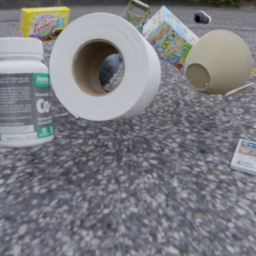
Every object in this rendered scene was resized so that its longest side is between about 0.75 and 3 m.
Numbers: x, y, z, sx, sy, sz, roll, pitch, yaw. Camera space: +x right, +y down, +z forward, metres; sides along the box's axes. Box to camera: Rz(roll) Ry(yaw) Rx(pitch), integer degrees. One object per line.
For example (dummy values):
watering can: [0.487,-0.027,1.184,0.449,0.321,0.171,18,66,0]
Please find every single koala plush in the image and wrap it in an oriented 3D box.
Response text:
koala plush: [-0.704,-2.887,11.528,1.839,1.631,1.690,-45,15,-28]

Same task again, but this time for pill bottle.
pill bottle: [-3.148,-1.021,8.232,1.671,2.955,1.671,-2,10,0]

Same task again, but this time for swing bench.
swing bench: [0.385,-5.124,12.535,1.054,1.060,0.688,37,30,20]

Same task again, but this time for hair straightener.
hair straightener: [-1.562,-1.794,11.383,2.113,0.813,0.432,17,43,26]

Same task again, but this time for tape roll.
tape roll: [-0.599,-1.726,8.655,2.996,2.996,2.057,9,8,15]

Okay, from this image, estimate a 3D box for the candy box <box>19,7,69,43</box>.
candy box: [-3.485,-4.301,11.800,0.361,1.397,2.734,26,32,14]

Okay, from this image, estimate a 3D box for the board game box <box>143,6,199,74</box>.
board game box: [1.802,-3.438,11.119,2.261,1.165,1.186,31,42,-27]

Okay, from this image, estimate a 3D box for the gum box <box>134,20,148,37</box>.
gum box: [0.825,-4.598,13.772,1.016,1.196,0.266,-29,48,22]

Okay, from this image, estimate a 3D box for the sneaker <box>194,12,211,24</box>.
sneaker: [2.528,-3.991,10.080,0.477,0.340,0.961,-2,36,-22]

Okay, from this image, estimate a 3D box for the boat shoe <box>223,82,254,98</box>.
boat shoe: [4.011,-1.494,10.272,1.243,0.452,0.390,-22,67,-6]

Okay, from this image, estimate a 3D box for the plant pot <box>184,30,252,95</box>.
plant pot: [2.417,-1.745,8.286,1.296,1.930,1.930,-33,43,-31]

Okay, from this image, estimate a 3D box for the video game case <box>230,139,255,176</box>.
video game case: [4.738,1.137,9.716,1.991,0.229,1.814,14,34,25]

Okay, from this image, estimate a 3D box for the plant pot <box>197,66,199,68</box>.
plant pot: [3.541,-2.970,12.343,2.024,1.359,2.024,-2,-14,-1]
